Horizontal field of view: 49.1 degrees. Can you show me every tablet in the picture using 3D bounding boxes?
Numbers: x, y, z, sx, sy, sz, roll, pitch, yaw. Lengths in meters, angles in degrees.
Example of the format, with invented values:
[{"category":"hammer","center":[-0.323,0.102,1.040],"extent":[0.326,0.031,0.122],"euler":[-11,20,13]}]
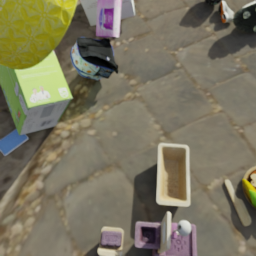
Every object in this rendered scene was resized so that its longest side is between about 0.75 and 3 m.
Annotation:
[{"category":"tablet","center":[-3.375,0.393,8.146],"extent":[0.815,0.056,0.530],"euler":[-40,68,-20]}]

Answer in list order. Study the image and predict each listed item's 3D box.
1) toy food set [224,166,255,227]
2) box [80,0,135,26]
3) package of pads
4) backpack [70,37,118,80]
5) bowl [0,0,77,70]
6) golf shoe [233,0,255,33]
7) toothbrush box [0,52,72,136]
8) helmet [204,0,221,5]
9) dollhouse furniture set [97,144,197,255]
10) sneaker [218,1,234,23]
[{"category":"toy food set","center":[3.709,1.613,7.265],"extent":[2.080,0.417,1.436],"euler":[-15,62,-8]},{"category":"box","center":[-0.790,-5.019,10.133],"extent":[1.786,1.530,1.777],"euler":[-10,61,9]},{"category":"package of pads","center":[-0.623,-3.514,8.967],"extent":[0.723,1.199,0.454],"euler":[12,17,27]},{"category":"backpack","center":[-1.141,-2.210,8.830],"extent":[1.337,1.082,1.404],"euler":[11,52,-41]},{"category":"bowl","center":[-2.479,-2.677,5.172],"extent":[2.952,1.588,2.952],"euler":[-3,85,35]},{"category":"golf shoe","center":[4.964,-4.342,10.364],"extent":[2.826,1.091,1.245],"euler":[-20,40,-10]},{"category":"toothbrush box","center":[-2.723,-1.449,7.536],"extent":[1.172,1.982,2.722],"euler":[-19,79,-32]},{"category":"helmet","center":[3.289,-5.180,10.766],"extent":[0.859,0.819,0.859],"euler":[1,105,5]},{"category":"dollhouse furniture set","center":[0.581,1.410,6.433],"extent":[2.310,2.069,2.916],"euler":[4,61,2]},{"category":"sneaker","center":[3.751,-4.389,10.639],"extent":[0.458,0.377,0.996],"euler":[-1,68,-9]}]
